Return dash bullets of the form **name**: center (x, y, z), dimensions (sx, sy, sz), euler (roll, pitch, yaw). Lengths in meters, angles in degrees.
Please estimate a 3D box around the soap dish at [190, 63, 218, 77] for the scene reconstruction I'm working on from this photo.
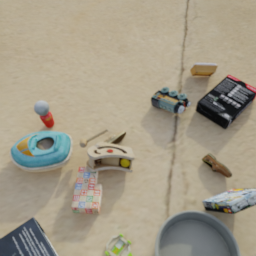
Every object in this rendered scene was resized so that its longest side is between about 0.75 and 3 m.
- **soap dish**: center (3.738, -2.872, 13.900), dimensions (1.160, 0.913, 0.471), euler (1, 86, -1)

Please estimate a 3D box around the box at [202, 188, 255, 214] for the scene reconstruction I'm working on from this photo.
- **box**: center (3.415, 2.348, 9.088), dimensions (1.331, 1.943, 0.388), euler (-18, 80, -12)

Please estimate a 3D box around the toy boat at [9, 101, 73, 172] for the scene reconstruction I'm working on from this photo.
- **toy boat**: center (-3.411, 0.323, 11.014), dimensions (2.459, 1.359, 2.925), euler (-8, 51, 1)

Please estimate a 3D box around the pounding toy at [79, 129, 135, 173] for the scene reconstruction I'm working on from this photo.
- **pounding toy**: center (-0.838, 0.860, 10.405), dimensions (2.240, 1.285, 1.281), euler (10, 23, 5)

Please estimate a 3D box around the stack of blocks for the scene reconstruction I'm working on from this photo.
- **stack of blocks**: center (-1.418, 2.226, 10.095), dimensions (0.928, 0.472, 1.611), euler (2, 51, 1)

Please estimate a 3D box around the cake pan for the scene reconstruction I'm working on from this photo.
- **cake pan**: center (2.122, 3.908, 8.738), dimensions (2.614, 0.479, 2.614), euler (0, 51, 0)

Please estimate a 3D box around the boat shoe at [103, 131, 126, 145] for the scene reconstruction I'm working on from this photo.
- **boat shoe**: center (-0.637, 0.468, 11.528), dimensions (1.280, 0.456, 0.413), euler (-35, 60, -24)

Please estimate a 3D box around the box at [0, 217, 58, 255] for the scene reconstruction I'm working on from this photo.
- **box**: center (-3.237, 4.167, 7.992), dimensions (2.442, 1.307, 1.812), euler (-31, 57, -22)

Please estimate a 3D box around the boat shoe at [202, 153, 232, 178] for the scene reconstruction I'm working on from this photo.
- **boat shoe**: center (3.373, 1.526, 10.726), dimensions (0.431, 0.456, 1.268), euler (-32, 49, -17)

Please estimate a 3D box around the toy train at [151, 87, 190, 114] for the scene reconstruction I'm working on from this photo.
- **toy train**: center (1.878, -1.182, 12.588), dimensions (1.792, 0.763, 1.021), euler (28, 60, 35)

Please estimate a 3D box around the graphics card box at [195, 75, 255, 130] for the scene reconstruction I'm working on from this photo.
- **graphics card box**: center (4.518, -1.249, 12.767), dimensions (1.660, 0.673, 2.646), euler (37, 59, 25)

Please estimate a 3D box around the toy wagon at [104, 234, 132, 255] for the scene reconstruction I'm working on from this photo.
- **toy wagon**: center (-0.232, 3.907, 8.929), dimensions (0.992, 0.196, 0.770), euler (33, 58, 23)
